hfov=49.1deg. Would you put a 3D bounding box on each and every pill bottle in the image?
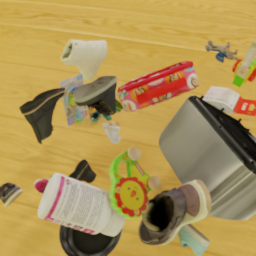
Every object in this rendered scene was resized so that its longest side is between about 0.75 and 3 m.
[{"bbox_3d":[-0.939,1.676,5.931,1.672,0.948,0.948,25,48,-19],"label":"pill bottle"}]

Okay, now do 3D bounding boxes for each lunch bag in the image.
[{"bbox_3d":[0.987,-1.362,9.593,2.739,1.122,2.413,-20,10,5],"label":"lunch bag"}]

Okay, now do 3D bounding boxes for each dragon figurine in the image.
[{"bbox_3d":[3.622,-2.766,10.517,1.624,0.808,0.478,31,80,-24],"label":"dragon figurine"}]

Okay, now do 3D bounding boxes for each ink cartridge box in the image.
[{"bbox_3d":[3.233,-0.869,8.807,1.592,0.454,1.294,6,30,29],"label":"ink cartridge box"}]

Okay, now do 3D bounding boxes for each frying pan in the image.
[{"bbox_3d":[-1.471,2.564,7.723,2.824,0.460,1.708,18,56,24],"label":"frying pan"}]

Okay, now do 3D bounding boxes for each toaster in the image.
[{"bbox_3d":[2.618,0.892,7.325,2.701,1.772,2.987,19,30,-40],"label":"toaster"}]

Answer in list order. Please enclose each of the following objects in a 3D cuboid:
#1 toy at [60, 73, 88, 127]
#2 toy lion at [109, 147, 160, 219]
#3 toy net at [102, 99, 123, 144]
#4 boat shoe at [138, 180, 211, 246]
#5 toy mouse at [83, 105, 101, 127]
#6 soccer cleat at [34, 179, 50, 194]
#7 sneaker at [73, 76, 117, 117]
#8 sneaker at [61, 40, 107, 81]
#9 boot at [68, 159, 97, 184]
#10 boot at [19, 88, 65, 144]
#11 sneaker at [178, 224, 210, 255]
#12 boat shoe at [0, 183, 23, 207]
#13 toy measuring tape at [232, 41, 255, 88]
[{"bbox_3d":[-1.511,-0.794,8.394,0.348,1.472,0.848,24,40,33],"label":"toy"},{"bbox_3d":[0.033,1.220,6.005,1.223,0.438,1.276,-35,92,-38],"label":"toy lion"},{"bbox_3d":[-0.604,-0.395,9.039,0.421,1.143,2.178,-42,34,21],"label":"toy net"},{"bbox_3d":[0.767,2.058,6.529,0.945,2.917,1.049,3,57,-23],"label":"boat shoe"},{"bbox_3d":[-1.763,-0.518,12.154,1.664,0.322,1.479,-9,51,-7],"label":"toy mouse"},{"bbox_3d":[-2.185,1.566,7.616,0.380,1.089,0.470,-49,52,1],"label":"soccer cleat"},{"bbox_3d":[-0.744,-0.681,7.492,0.745,1.058,1.992,4,23,21],"label":"sneaker"},{"bbox_3d":[-1.684,-2.354,9.715,1.350,2.335,0.860,-1,74,-21],"label":"sneaker"},{"bbox_3d":[-1.214,1.385,7.375,0.360,0.644,0.930,2,46,46],"label":"boot"},{"bbox_3d":[-2.001,-0.354,7.062,0.558,0.997,1.441,-1,28,34],"label":"boot"},{"bbox_3d":[1.412,2.689,7.131,0.560,0.505,1.367,-58,33,0],"label":"sneaker"},{"bbox_3d":[-2.861,1.537,6.661,0.510,1.417,0.459,-43,98,-26],"label":"boat shoe"},{"bbox_3d":[4.036,-2.193,9.285,0.910,2.474,0.910,-2,67,5],"label":"toy measuring tape"}]
